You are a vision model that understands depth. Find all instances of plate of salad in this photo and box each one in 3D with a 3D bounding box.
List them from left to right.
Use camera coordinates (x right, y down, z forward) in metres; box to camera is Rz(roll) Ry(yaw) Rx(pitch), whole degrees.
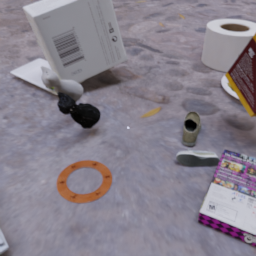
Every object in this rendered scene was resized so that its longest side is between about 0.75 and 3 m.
[{"bbox_3d":[5.002,-1.662,10.430,2.898,0.696,2.898,0,37,0],"label":"plate of salad"}]

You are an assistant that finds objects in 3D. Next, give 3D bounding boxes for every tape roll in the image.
[{"bbox_3d":[4.478,-3.612,12.211,2.324,1.596,2.324,0,38,0],"label":"tape roll"}]

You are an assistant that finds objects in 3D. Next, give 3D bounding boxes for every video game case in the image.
[{"bbox_3d":[3.121,1.659,6.302,2.534,0.454,2.297,18,41,21],"label":"video game case"}]

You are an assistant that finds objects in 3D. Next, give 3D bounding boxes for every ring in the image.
[{"bbox_3d":[-1.102,1.291,7.059,1.403,0.135,1.403,0,37,0],"label":"ring"}]

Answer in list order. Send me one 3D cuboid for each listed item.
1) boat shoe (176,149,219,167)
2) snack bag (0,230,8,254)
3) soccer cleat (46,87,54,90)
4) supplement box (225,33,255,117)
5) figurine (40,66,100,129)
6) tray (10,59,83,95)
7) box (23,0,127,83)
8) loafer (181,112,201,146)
[{"bbox_3d":[1.840,0.782,7.511,1.150,0.424,0.369,2,31,-4],"label":"boat shoe"},{"bbox_3d":[-4.250,2.228,5.520,2.942,0.315,2.774,-32,51,-25],"label":"snack bag"},{"bbox_3d":[-2.770,-1.580,10.071,0.291,0.377,0.900,13,5,-31],"label":"soccer cleat"},{"bbox_3d":[3.602,-1.361,7.187,1.023,1.540,1.519,-7,58,-20],"label":"supplement box"},{"bbox_3d":[-1.683,-0.881,7.822,0.720,1.633,1.673,-40,67,7],"label":"figurine"},{"bbox_3d":[-3.180,-1.998,11.149,2.904,0.322,1.559,25,46,29],"label":"tray"},{"bbox_3d":[-1.815,-3.342,10.087,2.715,2.701,1.774,-28,41,-13],"label":"box"},{"bbox_3d":[1.959,-0.082,8.505,0.574,0.532,1.527,8,38,10],"label":"loafer"}]
